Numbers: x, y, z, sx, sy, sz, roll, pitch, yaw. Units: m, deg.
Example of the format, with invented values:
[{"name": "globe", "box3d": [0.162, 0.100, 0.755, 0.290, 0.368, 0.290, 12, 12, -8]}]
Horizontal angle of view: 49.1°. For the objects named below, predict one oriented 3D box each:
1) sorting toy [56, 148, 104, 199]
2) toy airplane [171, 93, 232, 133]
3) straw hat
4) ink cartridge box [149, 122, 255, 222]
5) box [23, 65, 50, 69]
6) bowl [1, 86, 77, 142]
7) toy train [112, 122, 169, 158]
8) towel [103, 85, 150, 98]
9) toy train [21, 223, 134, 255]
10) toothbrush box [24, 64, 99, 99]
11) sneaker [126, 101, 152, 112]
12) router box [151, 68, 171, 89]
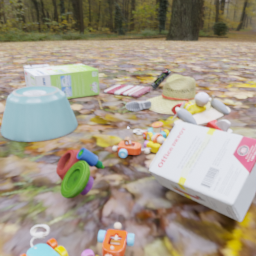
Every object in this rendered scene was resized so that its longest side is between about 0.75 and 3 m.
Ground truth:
[{"name": "sorting toy", "box3d": [-0.921, 0.910, 5.633, 0.606, 0.887, 1.476, 38, 2, -30]}, {"name": "toy airplane", "box3d": [2.187, -0.370, 8.182, 1.830, 1.297, 1.838, 3, 21, 7]}, {"name": "straw hat", "box3d": [2.053, -1.500, 11.215, 2.871, 1.215, 2.871, 0, 22, 0]}, {"name": "ink cartridge box", "box3d": [1.477, 0.716, 5.252, 1.760, 0.734, 1.277, 18, 65, 44]}, {"name": "box", "box3d": [-5.854, -3.741, 17.994, 1.532, 0.461, 0.894, -10, 24, -26]}, {"name": "bowl", "box3d": [-2.819, -0.588, 8.828, 2.382, 1.246, 2.382, 1, 21, 0]}, {"name": "toy train", "box3d": [0.431, 0.240, 7.685, 1.397, 0.517, 1.860, 6, 23, 15]}, {"name": "towel", "box3d": [-0.053, -1.742, 13.236, 1.891, 0.215, 1.362, 10, 26, 29]}, {"name": "toy train", "box3d": [-0.693, 1.795, 3.898, 1.531, 0.426, 1.150, 2, 17, 3]}, {"name": "toothbrush box", "box3d": [-3.005, -2.097, 12.740, 2.818, 1.213, 2.052, -14, 25, -28]}, {"name": "sneaker", "box3d": [0.375, -0.828, 10.787, 1.030, 0.385, 0.422, -5, 3, -21]}, {"name": "router box", "box3d": [1.616, -2.419, 13.758, 0.329, 1.060, 0.794, 44, 21, 0]}]
